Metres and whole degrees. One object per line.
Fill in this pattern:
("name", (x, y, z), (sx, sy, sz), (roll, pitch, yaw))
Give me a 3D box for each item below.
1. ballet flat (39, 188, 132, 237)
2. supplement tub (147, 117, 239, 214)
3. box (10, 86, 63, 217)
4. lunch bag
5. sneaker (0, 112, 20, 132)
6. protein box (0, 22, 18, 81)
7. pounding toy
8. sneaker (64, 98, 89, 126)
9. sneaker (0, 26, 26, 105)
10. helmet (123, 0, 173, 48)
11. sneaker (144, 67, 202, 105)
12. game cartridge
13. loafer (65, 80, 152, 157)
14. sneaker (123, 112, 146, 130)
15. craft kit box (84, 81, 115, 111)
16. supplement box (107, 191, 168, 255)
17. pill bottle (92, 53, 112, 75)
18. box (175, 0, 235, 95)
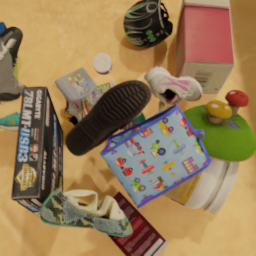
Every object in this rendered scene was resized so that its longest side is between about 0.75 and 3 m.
("ballet flat", (-0.734, 1.924, 6.444), (0.941, 2.536, 0.941), (-24, 55, 39))
("supplement tub", (1.473, 1.058, 8.052), (2.803, 2.024, 2.024), (25, 69, 11))
("box", (-2.280, 0.815, 7.592), (0.707, 2.823, 2.844), (-3, 63, -6))
("lunch bag", (0.746, 0.583, 6.495), (2.181, 1.026, 1.642), (-29, 104, 18))
("sneaker", (-3.769, -0.234, 9.229), (1.600, 0.620, 0.637), (10, 94, -17))
("protein box", (-5.145, -2.528, 10.033), (1.897, 1.280, 1.883), (-11, 67, -5))
("pounding toy", (2.134, -0.377, 7.319), (2.830, 1.313, 2.184), (17, 31, 6))
("sneaker", (-1.750, -0.657, 9.017), (0.783, 0.742, 1.907), (-21, 75, -29))
("sneaker", (-3.199, -1.546, 7.635), (2.309, 1.333, 0.866), (-45, 45, 18))
("helmet", (0.646, -3.830, 10.393), (1.694, 1.777, 1.777), (-9, 63, 28))
("sneaker", (1.375, -1.025, 8.206), (2.010, 0.818, 0.887), (10, 57, -27))
("game cartridge", (-1.571, -1.325, 8.734), (0.890, 0.278, 1.336), (50, 41, -4))
("loafer", (-0.521, -0.297, 7.455), (2.655, 0.942, 0.969), (-36, 85, 11))
("sneaker", (0.060, -0.017, 8.955), (1.321, 0.797, 0.552), (-26, 25, 26))
("craft kit box", (-0.946, -0.823, 9.826), (1.403, 0.345, 1.421), (-19, 68, -4))
("supplement box", (0.043, 2.944, 8.015), (1.094, 0.612, 2.010), (-41, 73, -15))
("pill bottle", (-0.615, -1.532, 6.844), (0.451, 0.813, 0.451), (0, 94, -1))
("box", (2.587, -2.922, 9.875), (1.603, 1.881, 2.942), (4, 66, 2))
